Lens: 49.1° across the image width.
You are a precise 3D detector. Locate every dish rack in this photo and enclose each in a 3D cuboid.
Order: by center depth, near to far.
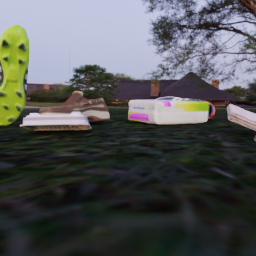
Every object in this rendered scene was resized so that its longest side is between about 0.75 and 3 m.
[{"bbox_3d":[-1.534,-0.133,6.140,1.407,0.306,1.208,-2,-4,-6],"label":"dish rack"}]

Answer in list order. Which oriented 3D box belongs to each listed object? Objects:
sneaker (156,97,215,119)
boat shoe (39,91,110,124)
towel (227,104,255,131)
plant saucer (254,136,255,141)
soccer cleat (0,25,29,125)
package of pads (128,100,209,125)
[{"bbox_3d":[2.069,-0.760,10.727,2.542,0.953,1.074,0,1,3],"label":"sneaker"},{"bbox_3d":[-1.542,-0.592,8.085,0.921,0.922,2.493,-9,-3,32],"label":"boat shoe"},{"bbox_3d":[2.481,-0.221,5.862,0.813,0.211,1.226,25,20,10],"label":"towel"},{"bbox_3d":[2.950,0.109,4.505,1.682,0.290,1.682,1,6,0],"label":"plant saucer"},{"bbox_3d":[-3.174,-1.367,7.648,0.964,2.855,1.157,13,30,-20],"label":"soccer cleat"},{"bbox_3d":[1.292,-0.541,9.372,2.225,0.759,1.719,-2,7,-31],"label":"package of pads"}]
